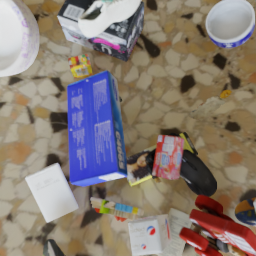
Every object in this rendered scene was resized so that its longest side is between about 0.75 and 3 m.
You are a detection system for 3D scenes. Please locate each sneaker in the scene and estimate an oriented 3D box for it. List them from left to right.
[{"bbox_3d":[-1.524,3.456,6.845,0.698,0.614,1.648,-18,74,-39],"label":"sneaker"},{"bbox_3d":[-0.485,-3.383,7.796,2.100,0.929,0.790,-39,82,0],"label":"sneaker"},{"bbox_3d":[3.711,2.319,7.107,2.063,0.909,0.777,-1,35,-1],"label":"sneaker"}]

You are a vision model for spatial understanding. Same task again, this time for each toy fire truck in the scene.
[{"bbox_3d":[2.273,2.508,6.377,1.667,1.985,1.113,8,58,51],"label":"toy fire truck"}]

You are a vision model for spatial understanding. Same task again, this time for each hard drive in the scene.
[{"bbox_3d":[-1.996,1.710,7.398,0.892,0.178,1.353,-23,102,-8],"label":"hard drive"}]

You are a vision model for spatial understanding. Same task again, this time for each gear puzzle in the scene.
[{"bbox_3d":[2.304,-0.677,7.833,0.674,1.302,0.170,15,46,-39],"label":"gear puzzle"}]

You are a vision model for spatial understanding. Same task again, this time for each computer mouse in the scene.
[{"bbox_3d":[1.356,1.121,7.307,1.363,0.447,1.941,-34,75,-13],"label":"computer mouse"}]

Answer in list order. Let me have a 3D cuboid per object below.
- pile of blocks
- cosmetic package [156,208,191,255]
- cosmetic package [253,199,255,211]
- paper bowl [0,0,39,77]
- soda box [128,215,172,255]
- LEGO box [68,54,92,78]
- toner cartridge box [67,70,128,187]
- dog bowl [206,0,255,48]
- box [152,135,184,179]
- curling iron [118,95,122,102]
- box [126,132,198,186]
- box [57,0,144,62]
[{"bbox_3d":[-0.325,2.198,7.358,1.431,0.587,0.445,11,77,6],"label":"pile of blocks"},{"bbox_3d":[1.169,2.726,7.132,0.625,0.422,1.187,21,72,11],"label":"cosmetic package"},{"bbox_3d":[3.047,2.065,6.079,0.280,0.817,1.084,-18,78,31],"label":"cosmetic package"},{"bbox_3d":[-3.899,-2.836,8.565,2.449,1.274,2.449,3,106,10],"label":"paper bowl"},{"bbox_3d":[0.536,2.271,6.097,0.595,1.868,0.636,-12,73,12],"label":"soda box"},{"bbox_3d":[-1.484,-1.922,8.787,0.619,0.831,0.321,-14,78,-5],"label":"LEGO box"},{"bbox_3d":[-0.910,-0.007,7.808,1.424,0.647,2.998,-15,65,19],"label":"toner cartridge box"},{"bbox_3d":[3.248,-3.315,8.908,1.434,0.565,1.434,-5,78,25],"label":"dog bowl"},{"bbox_3d":[1.036,0.748,7.186,0.534,0.511,1.071,6,86,37],"label":"box"},{"bbox_3d":[-0.546,-0.198,8.396,0.487,0.251,1.964,-3,65,28],"label":"curling iron"},{"bbox_3d":[0.866,0.880,7.897,2.054,0.515,0.773,-24,72,-9],"label":"box"},{"bbox_3d":[-0.819,-3.398,9.072,2.313,1.327,1.528,22,76,8],"label":"box"}]
